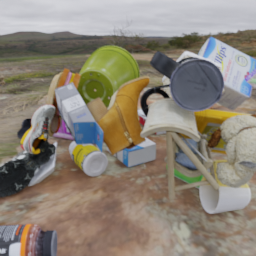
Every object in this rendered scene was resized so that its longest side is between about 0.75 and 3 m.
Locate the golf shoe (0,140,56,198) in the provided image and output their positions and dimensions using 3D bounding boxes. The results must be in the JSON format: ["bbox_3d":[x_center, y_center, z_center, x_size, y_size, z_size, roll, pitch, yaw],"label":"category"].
[{"bbox_3d":[-3.912,1.540,10.207,1.364,1.122,2.887,-28,11,47],"label":"golf shoe"}]

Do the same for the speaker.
[{"bbox_3d":[2.262,1.614,10.054,0.803,0.803,1.816,-17,27,-37],"label":"speaker"}]

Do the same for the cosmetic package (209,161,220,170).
[{"bbox_3d":[3.267,1.447,9.835,0.655,0.402,1.587,27,-3,9],"label":"cosmetic package"}]

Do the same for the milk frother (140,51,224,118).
[{"bbox_3d":[1.403,-0.969,8.137,2.058,2.280,2.145,15,17,5],"label":"milk frother"}]

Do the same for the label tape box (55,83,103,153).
[{"bbox_3d":[-1.356,-0.156,7.717,0.559,1.275,1.768,-25,66,-19],"label":"label tape box"}]

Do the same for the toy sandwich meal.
[{"bbox_3d":[-2.344,-0.880,10.251,0.916,2.675,2.675,12,20,-6],"label":"toy sandwich meal"}]

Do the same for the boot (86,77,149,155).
[{"bbox_3d":[0.082,-0.397,8.942,2.632,1.884,0.926,-32,-3,-28],"label":"boot"}]

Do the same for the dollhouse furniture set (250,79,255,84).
[{"bbox_3d":[4.286,-1.632,9.001,0.495,0.383,0.991,26,31,21],"label":"dollhouse furniture set"}]

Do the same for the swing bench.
[{"bbox_3d":[1.441,0.385,7.764,1.409,2.172,2.160,-18,20,17],"label":"swing bench"}]

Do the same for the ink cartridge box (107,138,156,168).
[{"bbox_3d":[0.096,0.840,12.043,1.369,0.803,1.869,-13,26,-30],"label":"ink cartridge box"}]

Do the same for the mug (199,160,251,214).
[{"bbox_3d":[3.062,1.883,8.589,1.234,1.503,1.204,4,18,-13],"label":"mug"}]

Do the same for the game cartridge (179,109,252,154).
[{"bbox_3d":[2.955,0.204,9.488,2.527,2.227,0.410,5,58,-2],"label":"game cartridge"}]

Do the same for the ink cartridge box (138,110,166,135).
[{"bbox_3d":[1.419,-0.397,15.148,1.757,0.839,2.002,-9,23,-23],"label":"ink cartridge box"}]

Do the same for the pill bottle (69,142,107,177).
[{"bbox_3d":[-1.652,1.113,11.059,1.003,1.003,1.802,-13,24,-30],"label":"pill bottle"}]

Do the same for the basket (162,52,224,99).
[{"bbox_3d":[2.522,-1.683,10.887,1.770,1.786,1.437,15,53,-20],"label":"basket"}]

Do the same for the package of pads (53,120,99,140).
[{"bbox_3d":[-2.677,-0.226,13.734,2.571,1.549,0.973,10,23,22],"label":"package of pads"}]

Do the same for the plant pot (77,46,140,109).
[{"bbox_3d":[-1.061,-1.975,12.074,2.669,2.669,2.570,5,26,13],"label":"plant pot"}]

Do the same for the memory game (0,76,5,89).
[{"bbox_3d":[-3.917,-1.162,7.745,1.048,1.048,0.067,-25,71,-47],"label":"memory game"}]

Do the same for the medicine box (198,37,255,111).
[{"bbox_3d":[4.244,-2.441,12.699,2.502,1.288,2.279,26,62,-3],"label":"medicine box"}]

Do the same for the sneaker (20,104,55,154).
[{"bbox_3d":[-2.693,0.062,8.790,0.691,1.681,0.654,26,2,32],"label":"sneaker"}]

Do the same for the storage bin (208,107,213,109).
[{"bbox_3d":[4.302,-0.323,14.375,1.404,1.521,2.090,10,21,-4],"label":"storage bin"}]

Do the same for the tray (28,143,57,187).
[{"bbox_3d":[-3.197,1.392,10.820,1.188,0.245,2.212,-38,23,4],"label":"tray"}]

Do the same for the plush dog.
[{"bbox_3d":[3.038,0.349,7.218,1.984,1.592,1.704,-17,43,-2],"label":"plush dog"}]

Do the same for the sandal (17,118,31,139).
[{"bbox_3d":[-5.296,-0.109,14.886,0.884,0.498,2.326,-4,22,-10],"label":"sandal"}]

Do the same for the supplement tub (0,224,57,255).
[{"bbox_3d":[-2.719,2.819,6.570,1.990,1.064,1.064,-2,21,-4],"label":"supplement tub"}]

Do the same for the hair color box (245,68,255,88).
[{"bbox_3d":[4.722,-1.909,10.103,0.468,0.856,0.277,28,36,-20],"label":"hair color box"}]
